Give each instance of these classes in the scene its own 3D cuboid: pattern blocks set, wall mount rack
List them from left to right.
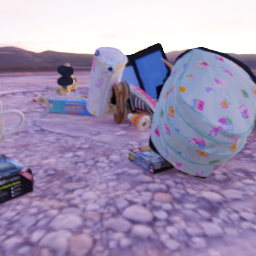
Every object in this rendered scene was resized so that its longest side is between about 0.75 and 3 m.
[{"bbox_3d":[-3.496,0.120,6.265,2.154,1.872,0.803,-19,50,-34],"label":"wall mount rack"},{"bbox_3d":[-3.624,-1.151,11.712,0.690,0.064,0.785,30,-39,-21],"label":"pattern blocks set"}]

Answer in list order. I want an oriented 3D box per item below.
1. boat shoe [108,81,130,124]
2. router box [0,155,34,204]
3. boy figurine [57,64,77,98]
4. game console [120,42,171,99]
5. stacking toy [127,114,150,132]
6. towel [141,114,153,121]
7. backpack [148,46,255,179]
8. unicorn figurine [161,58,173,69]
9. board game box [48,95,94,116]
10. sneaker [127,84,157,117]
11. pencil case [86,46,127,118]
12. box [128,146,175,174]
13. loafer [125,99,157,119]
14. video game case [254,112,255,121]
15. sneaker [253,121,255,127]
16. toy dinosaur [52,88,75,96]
[{"bbox_3d":[-0.406,-0.877,9.864,0.642,1.739,0.658,-13,44,-24],"label":"boat shoe"},{"bbox_3d":[-2.647,0.998,4.981,1.138,0.472,1.519,12,19,40],"label":"router box"},{"bbox_3d":[-2.611,-1.976,12.054,0.745,1.438,2.313,1,-1,-5],"label":"boy figurine"},{"bbox_3d":[0.594,-2.125,11.969,2.228,2.586,1.535,-20,1,-40],"label":"game console"},{"bbox_3d":[0.281,-0.245,9.352,0.790,0.577,0.577,28,29,35],"label":"stacking toy"},{"bbox_3d":[1.472,-0.598,11.643,1.646,0.261,2.291,11,18,35],"label":"towel"},{"bbox_3d":[1.591,-0.441,5.995,2.402,1.822,2.878,25,49,8],"label":"backpack"},{"bbox_3d":[2.544,-1.608,10.399,1.842,2.681,0.990,-26,34,-9],"label":"unicorn figurine"},{"bbox_3d":[-1.978,-1.069,12.766,2.600,0.585,1.978,6,16,18],"label":"board game box"},{"bbox_3d":[0.525,-0.744,10.074,1.889,0.826,0.697,46,21,28],"label":"sneaker"},{"bbox_3d":[-0.831,-1.584,10.038,1.105,2.659,1.206,-5,53,-21],"label":"pencil case"},{"bbox_3d":[0.853,0.664,6.656,1.425,0.284,0.975,-9,19,-32],"label":"box"},{"bbox_3d":[0.509,-0.717,10.903,2.037,0.640,0.732,-6,18,-4],"label":"loafer"},{"bbox_3d":[5.175,-0.471,8.101,2.428,0.294,2.668,-7,3,-19],"label":"video game case"},{"bbox_3d":[4.751,-0.420,10.135,2.619,0.979,1.074,-17,37,-34],"label":"sneaker"},{"bbox_3d":[-3.498,-2.112,15.072,1.176,0.677,2.326,-13,11,-15],"label":"toy dinosaur"}]
